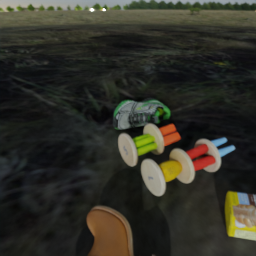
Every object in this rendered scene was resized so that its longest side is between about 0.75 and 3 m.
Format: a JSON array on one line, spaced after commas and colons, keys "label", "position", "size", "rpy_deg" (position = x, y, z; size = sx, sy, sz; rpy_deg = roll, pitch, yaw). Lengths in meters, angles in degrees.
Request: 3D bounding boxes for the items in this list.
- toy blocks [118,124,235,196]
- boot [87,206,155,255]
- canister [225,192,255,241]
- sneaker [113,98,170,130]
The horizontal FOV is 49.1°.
[{"label": "toy blocks", "position": [1.289, 0.528, 7.344], "size": [2.487, 0.903, 2.072], "rpy_deg": [-17, 39, -25]}, {"label": "boot", "position": [-0.558, 2.219, 4.520], "size": [1.653, 0.787, 2.137], "rpy_deg": [-19, 32, -34]}, {"label": "canister", "position": [2.736, 1.804, 5.606], "size": [1.436, 0.622, 1.067], "rpy_deg": [5, 26, 13]}, {"label": "sneaker", "position": [0.500, -0.495, 9.957], "size": [2.482, 0.968, 1.057], "rpy_deg": [-20, 32, -36]}]
